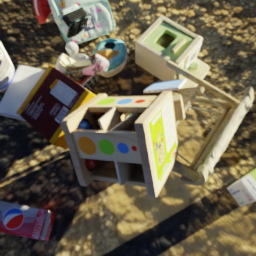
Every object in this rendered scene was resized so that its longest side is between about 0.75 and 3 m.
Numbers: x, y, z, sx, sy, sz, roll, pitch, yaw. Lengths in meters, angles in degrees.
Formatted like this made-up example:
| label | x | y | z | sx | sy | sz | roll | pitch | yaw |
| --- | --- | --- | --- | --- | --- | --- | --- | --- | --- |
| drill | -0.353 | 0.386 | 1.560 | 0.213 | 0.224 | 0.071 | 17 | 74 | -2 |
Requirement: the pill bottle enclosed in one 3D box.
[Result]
| label | x | y | z | sx | sy | sz | roll | pitch | yaw |
| --- | --- | --- | --- | --- | --- | --- | --- | --- | --- |
| pill bottle | -5.017 | -2.509 | 9.302 | 1.669 | 2.933 | 1.669 | 1 | 68 | -4 |

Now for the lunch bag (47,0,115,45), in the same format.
| label | x | y | z | sx | sy | sz | roll | pitch | yaw |
| --- | --- | --- | --- | --- | --- | --- | --- | --- | --- |
| lunch bag | -1.888 | -4.612 | 10.997 | 2.113 | 1.513 | 2.481 | -25 | 92 | -14 |

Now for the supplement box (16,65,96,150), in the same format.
| label | x | y | z | sx | sy | sz | roll | pitch | yaw |
| --- | --- | --- | --- | --- | --- | --- | --- | --- | --- |
| supplement box | -2.086 | -0.595 | 8.945 | 1.923 | 1.277 | 1.897 | 35 | 91 | 26 |

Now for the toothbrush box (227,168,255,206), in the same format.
| label | x | y | z | sx | sy | sz | roll | pitch | yaw |
| --- | --- | --- | --- | --- | --- | --- | --- | --- | --- |
| toothbrush box | 4.070 | 1.587 | 8.569 | 1.698 | 1.237 | 0.731 | -28 | 70 | -12 |

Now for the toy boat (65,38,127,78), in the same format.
| label | x | y | z | sx | sy | sz | roll | pitch | yaw |
| --- | --- | --- | --- | --- | --- | --- | --- | --- | --- |
| toy boat | -1.153 | -2.685 | 10.322 | 2.231 | 1.037 | 1.875 | -1 | 51 | 5 |

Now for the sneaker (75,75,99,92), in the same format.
| label | x | y | z | sx | sy | sz | roll | pitch | yaw |
| --- | --- | --- | --- | --- | --- | --- | --- | --- | --- |
| sneaker | -1.786 | -1.573 | 10.234 | 1.633 | 0.629 | 0.694 | -41 | 68 | -15 |

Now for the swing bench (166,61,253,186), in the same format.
| label | x | y | z | sx | sy | sz | roll | pitch | yaw |
| --- | --- | --- | --- | --- | --- | --- | --- | --- | --- |
| swing bench | 1.793 | -0.071 | 8.565 | 2.878 | 1.867 | 2.863 | 28 | 70 | 28 |

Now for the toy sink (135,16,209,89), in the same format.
| label | x | y | z | sx | sy | sz | roll | pitch | yaw |
| --- | --- | --- | --- | --- | --- | --- | --- | --- | --- |
| toy sink | 1.704 | -2.654 | 10.242 | 2.473 | 1.385 | 1.612 | 37 | 72 | 14 |

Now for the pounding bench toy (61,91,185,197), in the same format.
| label | x | y | z | sx | sy | sz | roll | pitch | yaw |
| --- | --- | --- | --- | --- | --- | --- | --- | --- | --- |
| pounding bench toy | 0.037 | 0.037 | 7.415 | 2.310 | 1.840 | 2.962 | 2 | 28 | 27 |

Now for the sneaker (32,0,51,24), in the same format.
| label | x | y | z | sx | sy | sz | roll | pitch | yaw |
| --- | --- | --- | --- | --- | --- | --- | --- | --- | --- |
| sneaker | -3.140 | -5.371 | 11.654 | 1.347 | 0.913 | 2.331 | -4 | 69 | 0 |

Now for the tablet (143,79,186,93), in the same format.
| label | x | y | z | sx | sy | sz | roll | pitch | yaw |
| --- | --- | --- | --- | --- | --- | --- | --- | --- | --- |
| tablet | 1.107 | -1.219 | 8.146 | 1.014 | 1.559 | 0.106 | -4 | 105 | 20 |

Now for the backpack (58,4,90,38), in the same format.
| label | x | y | z | sx | sy | sz | roll | pitch | yaw |
| --- | --- | --- | --- | --- | --- | --- | --- | --- | --- |
| backpack | -1.798 | -3.417 | 9.071 | 0.869 | 0.988 | 0.758 | -39 | 86 | -23 |

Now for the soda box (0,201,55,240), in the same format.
| label | x | y | z | sx | sy | sz | roll | pitch | yaw |
| --- | --- | --- | --- | --- | --- | --- | --- | --- | --- |
| soda box | -3.608 | 2.656 | 8.289 | 2.639 | 0.924 | 0.837 | 10 | 68 | 4 |

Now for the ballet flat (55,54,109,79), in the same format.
| label | x | y | z | sx | sy | sz | roll | pitch | yaw |
| --- | --- | --- | --- | --- | --- | --- | --- | --- | --- |
| ballet flat | -1.871 | -2.191 | 9.755 | 2.522 | 0.898 | 0.872 | -2 | 63 | 31 |

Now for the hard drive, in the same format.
| label | x | y | z | sx | sy | sz | roll | pitch | yaw |
| --- | --- | --- | --- | --- | --- | --- | --- | --- | --- |
| hard drive | -3.755 | -1.283 | 10.283 | 1.364 | 0.276 | 2.067 | 14 | 69 | 6 |
